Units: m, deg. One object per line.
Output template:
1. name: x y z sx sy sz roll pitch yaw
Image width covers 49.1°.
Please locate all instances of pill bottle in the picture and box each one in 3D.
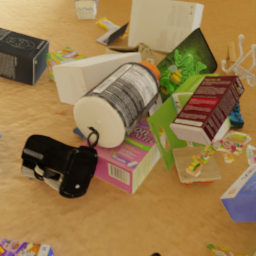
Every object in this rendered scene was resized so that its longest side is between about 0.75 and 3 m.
1. pill bottle: -0.078 -0.771 7.057 1.383 1.383 2.603 19 41 21

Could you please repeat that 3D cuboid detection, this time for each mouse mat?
1. mouse mat: 1.779 -1.999 9.319 0.104 2.218 2.756 30 36 -29

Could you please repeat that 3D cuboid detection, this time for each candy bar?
1. candy bar: -0.811 -5.130 14.338 0.630 0.280 2.527 -33 49 -15

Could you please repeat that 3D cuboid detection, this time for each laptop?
1. laptop: -0.751 -4.481 13.038 1.243 0.769 1.327 -41 53 -20

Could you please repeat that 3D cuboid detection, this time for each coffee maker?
1. coffee maker: -1.553 0.670 6.515 1.615 1.087 1.551 15 63 36

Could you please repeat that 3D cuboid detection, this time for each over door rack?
1. over door rack: 3.826 -2.188 7.585 1.679 2.273 0.757 11 50 -41

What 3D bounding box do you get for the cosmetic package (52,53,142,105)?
1. cosmetic package: -0.920 -1.532 8.704 2.036 1.256 2.042 -23 22 -32

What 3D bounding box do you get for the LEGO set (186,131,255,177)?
1. LEGO set: 2.125 0.512 6.294 1.782 0.663 0.820 -7 64 -14

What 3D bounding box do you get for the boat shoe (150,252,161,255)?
1. boat shoe: 0.435 2.780 4.967 0.436 0.363 1.168 9 42 8

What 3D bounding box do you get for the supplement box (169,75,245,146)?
1. supplement box: 1.619 -0.405 5.723 1.506 0.459 0.820 -52 33 -17

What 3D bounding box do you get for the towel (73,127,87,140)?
1. towel: -1.146 0.190 8.047 0.845 0.205 0.472 22 25 23

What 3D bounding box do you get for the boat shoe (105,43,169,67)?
1. boat shoe: 0.551 -2.776 10.986 2.988 0.970 1.078 -5 39 -14

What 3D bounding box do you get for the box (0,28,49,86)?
1. box: -4.288 -2.716 10.499 2.183 1.169 1.620 15 40 -3

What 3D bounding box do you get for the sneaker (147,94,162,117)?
1. sneaker: 0.500 -0.953 9.232 1.050 0.686 1.877 -22 55 32

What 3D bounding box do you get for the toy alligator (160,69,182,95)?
1. toy alligator: 1.151 -1.416 7.780 0.473 0.517 1.745 39 33 -8

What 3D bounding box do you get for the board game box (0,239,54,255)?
1. board game box: -2.262 2.947 4.690 1.364 0.454 2.029 5 40 6

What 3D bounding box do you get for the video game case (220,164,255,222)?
1. video game case: 3.702 0.806 5.547 2.630 2.902 0.659 -32 91 -34

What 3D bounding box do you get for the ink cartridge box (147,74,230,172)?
1. ink cartridge box: 1.672 -0.127 7.263 0.869 1.696 2.295 3 35 43

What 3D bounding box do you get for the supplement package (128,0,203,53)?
1. supplement package: 1.586 -4.301 11.777 2.552 1.937 1.922 14 25 18

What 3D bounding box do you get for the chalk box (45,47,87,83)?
1. chalk box: -2.096 -2.103 10.212 1.030 1.025 1.656 -31 48 -32

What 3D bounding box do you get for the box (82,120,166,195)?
1. box: -0.091 0.562 7.213 1.528 0.840 1.737 22 44 24

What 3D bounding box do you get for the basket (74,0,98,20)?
1. basket: -2.393 -6.845 15.700 1.334 1.053 1.513 0 70 -1

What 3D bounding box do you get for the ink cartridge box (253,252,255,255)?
1. ink cartridge box: 3.654 2.229 5.185 2.154 0.895 1.579 -28 48 -29

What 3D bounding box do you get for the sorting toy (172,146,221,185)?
1. sorting toy: 1.681 0.966 7.058 0.981 0.341 0.975 -4 47 -5

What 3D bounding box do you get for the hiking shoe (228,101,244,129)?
1. hiking shoe: 3.192 -0.620 8.703 0.586 0.682 1.574 1 40 -8

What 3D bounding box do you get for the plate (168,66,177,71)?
1. plate: 1.435 -1.646 9.124 0.098 0.765 0.765 2 37 -24

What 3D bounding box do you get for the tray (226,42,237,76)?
1. tray: 4.041 -2.641 10.954 0.294 0.783 1.587 5 43 12

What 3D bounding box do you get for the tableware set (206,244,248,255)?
1. tableware set: 1.936 2.434 5.400 0.781 0.120 0.526 11 1 -3
